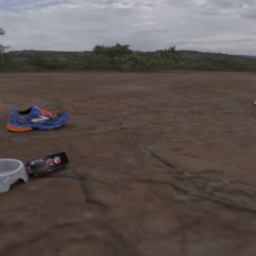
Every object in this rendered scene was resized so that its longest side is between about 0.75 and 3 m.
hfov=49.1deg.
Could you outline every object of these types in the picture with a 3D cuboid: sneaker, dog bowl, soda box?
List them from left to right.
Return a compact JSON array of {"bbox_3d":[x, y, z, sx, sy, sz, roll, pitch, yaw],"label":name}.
[{"bbox_3d":[-2.980,1.073,6.454,1.240,0.364,1.240,-1,14,0],"label":"dog bowl"},{"bbox_3d":[-3.482,-0.425,10.964,2.378,0.933,0.896,-7,17,-25],"label":"sneaker"},{"bbox_3d":[-1.996,0.893,6.971,0.994,0.352,0.315,-15,-13,-44],"label":"soda box"}]

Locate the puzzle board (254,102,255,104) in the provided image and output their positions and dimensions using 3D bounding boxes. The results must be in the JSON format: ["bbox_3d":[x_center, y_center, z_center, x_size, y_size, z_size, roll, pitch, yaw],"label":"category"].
[{"bbox_3d":[8.346,-1.201,15.366,2.261,0.197,1.704,1,16,7],"label":"puzzle board"}]
